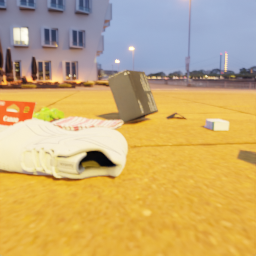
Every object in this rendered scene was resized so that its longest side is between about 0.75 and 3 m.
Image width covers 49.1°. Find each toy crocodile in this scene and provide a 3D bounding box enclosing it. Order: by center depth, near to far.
[{"bbox_3d":[-3.630,-0.430,11.905,0.736,0.673,2.181,6,17,29],"label":"toy crocodile"}]

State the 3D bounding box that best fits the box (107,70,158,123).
[{"bbox_3d":[0.237,-1.389,12.188,1.043,2.004,1.825,-20,-3,28],"label":"box"}]

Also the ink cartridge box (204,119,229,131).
[{"bbox_3d":[3.375,-0.136,10.805,0.585,0.336,0.999,-1,8,-8],"label":"ink cartridge box"}]

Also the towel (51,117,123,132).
[{"bbox_3d":[-1.821,-0.150,10.737,2.733,0.409,2.000,5,11,27],"label":"towel"}]

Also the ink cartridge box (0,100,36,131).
[{"bbox_3d":[-3.095,-0.006,6.952,1.683,1.461,0.366,6,-7,31],"label":"ink cartridge box"}]

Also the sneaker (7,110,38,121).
[{"bbox_3d":[-3.703,-0.020,8.512,2.517,0.942,1.254,8,13,37],"label":"sneaker"}]

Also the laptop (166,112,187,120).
[{"bbox_3d":[2.329,-0.470,13.547,0.806,0.467,0.755,28,10,-5],"label":"laptop"}]

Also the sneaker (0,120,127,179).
[{"bbox_3d":[-1.423,0.480,5.595,2.932,1.092,1.277,-2,15,-6],"label":"sneaker"}]
